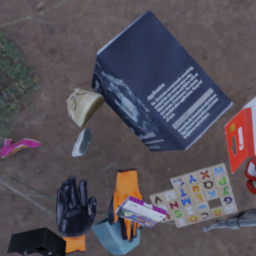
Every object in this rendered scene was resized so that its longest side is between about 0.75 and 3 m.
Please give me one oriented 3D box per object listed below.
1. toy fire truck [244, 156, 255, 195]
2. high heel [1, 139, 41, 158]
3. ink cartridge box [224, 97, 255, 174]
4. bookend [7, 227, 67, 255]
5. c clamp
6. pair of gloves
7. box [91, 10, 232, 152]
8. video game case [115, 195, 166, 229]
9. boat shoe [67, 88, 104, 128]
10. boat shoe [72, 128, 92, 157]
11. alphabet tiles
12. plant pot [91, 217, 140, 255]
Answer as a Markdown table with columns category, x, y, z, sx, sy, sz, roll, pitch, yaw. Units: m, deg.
| category | x | y | z | sx | sy | sz | roll | pitch | yaw |
| --- | --- | --- | --- | --- | --- | --- | --- | --- | --- |
| toy fire truck | 3.507 | 1.076 | 6.611 | 1.368 | 0.767 | 1.148 | 25 | 60 | 13 |
| high heel | -3.894 | 0.774 | 10.123 | 1.473 | 0.496 | 0.706 | 3 | 71 | 5 |
| ink cartridge box | 3.798 | 0.040 | 7.956 | 2.419 | 1.962 | 0.606 | -39 | 39 | -22 |
| bookend | -1.879 | 2.489 | 5.859 | 0.846 | 0.841 | 0.390 | -16 | 46 | 13 |
| c clamp | 3.618 | 2.313 | 7.086 | 2.817 | 2.406 | 0.381 | -18 | 76 | 31 |
| pair of gloves | -0.688 | 2.127 | 7.225 | 2.291 | 0.283 | 2.041 | -5 | 97 | -13 |
| box | 0.601 | -0.921 | 7.425 | 1.691 | 2.832 | 2.879 | -43 | 92 | -12 |
| video game case | 0.263 | 1.882 | 6.205 | 0.909 | 0.824 | 0.163 | 24 | 47 | -7 |
| boat shoe | -1.299 | -0.601 | 7.663 | 0.841 | 2.590 | 0.934 | 42 | 80 | -7 |
| boat shoe | -1.128 | 0.343 | 6.862 | 0.284 | 0.326 | 0.885 | -20 | 36 | 26 |
| alphabet tiles | 1.645 | 1.829 | 7.160 | 1.997 | 0.075 | 1.669 | -19 | 117 | 10 |
| plant pot | -0.264 | 3.042 | 8.084 | 1.020 | 1.017 | 1.039 | -19 | 79 | -39 |
